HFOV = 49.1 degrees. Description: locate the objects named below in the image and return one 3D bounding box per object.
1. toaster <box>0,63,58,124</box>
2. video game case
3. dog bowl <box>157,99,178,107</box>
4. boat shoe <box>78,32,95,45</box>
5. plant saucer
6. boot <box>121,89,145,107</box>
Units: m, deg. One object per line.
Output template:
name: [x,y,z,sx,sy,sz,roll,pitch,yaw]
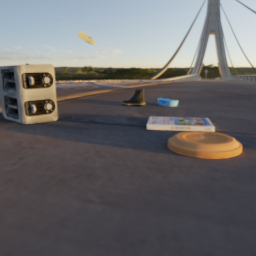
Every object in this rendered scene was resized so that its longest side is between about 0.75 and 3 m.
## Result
toaster: [-4.730,-1.693,13.101,1.723,2.626,2.904,-12,17,-43]
video game case: [2.155,-0.180,11.852,2.610,0.235,1.869,2,12,8]
dog bowl: [2.541,-1.641,18.098,0.861,0.383,1.544,-9,16,-36]
boat shoe: [-1.643,-3.520,10.989,0.774,0.276,0.242,25,12,-27]
plant saucer: [2.358,0.452,8.736,2.227,0.359,2.227,0,13,0]
boot: [0.351,-1.947,17.817,1.585,1.096,0.614,4,13,22]
